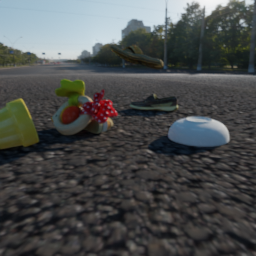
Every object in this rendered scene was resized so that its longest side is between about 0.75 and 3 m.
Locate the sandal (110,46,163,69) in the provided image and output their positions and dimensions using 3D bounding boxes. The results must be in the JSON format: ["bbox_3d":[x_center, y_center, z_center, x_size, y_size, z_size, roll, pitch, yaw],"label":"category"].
[{"bbox_3d":[0.360,-2.774,10.608,2.122,0.573,0.852,18,-2,10],"label":"sandal"}]

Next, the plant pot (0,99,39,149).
[{"bbox_3d":[-3.383,0.011,7.898,1.268,1.348,1.348,-23,22,-21],"label":"plant pot"}]

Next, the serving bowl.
[{"bbox_3d":[2.242,0.027,8.949,1.917,0.631,1.917,-1,15,0],"label":"serving bowl"}]

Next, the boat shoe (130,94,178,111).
[{"bbox_3d":[1.272,-1.282,13.882,2.387,0.774,0.874,3,14,11],"label":"boat shoe"}]

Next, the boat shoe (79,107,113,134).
[{"bbox_3d":[-1.395,-0.302,10.177,0.707,0.773,2.068,-9,27,-41],"label":"boat shoe"}]

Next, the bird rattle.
[{"bbox_3d":[-1.629,-0.531,9.604,2.399,1.956,1.351,36,-9,36],"label":"bird rattle"}]
